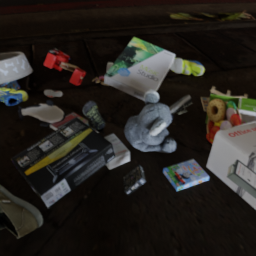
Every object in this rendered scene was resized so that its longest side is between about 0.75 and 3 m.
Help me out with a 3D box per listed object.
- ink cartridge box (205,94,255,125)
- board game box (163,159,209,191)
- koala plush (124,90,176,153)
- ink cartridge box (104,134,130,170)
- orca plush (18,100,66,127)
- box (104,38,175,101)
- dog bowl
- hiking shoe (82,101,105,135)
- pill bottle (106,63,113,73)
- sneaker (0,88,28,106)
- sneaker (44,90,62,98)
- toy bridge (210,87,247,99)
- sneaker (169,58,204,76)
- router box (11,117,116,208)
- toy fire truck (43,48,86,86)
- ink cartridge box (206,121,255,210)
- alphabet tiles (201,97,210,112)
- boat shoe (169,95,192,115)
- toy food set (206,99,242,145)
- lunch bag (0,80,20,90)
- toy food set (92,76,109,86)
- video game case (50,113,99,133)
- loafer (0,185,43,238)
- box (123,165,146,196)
[{"bbox_3d":[3.498,-0.270,9.151,1.827,1.350,0.692,10,45,16],"label":"ink cartridge box"},{"bbox_3d":[1.628,1.320,7.936,1.031,0.189,0.780,-13,39,-20],"label":"board game box"},{"bbox_3d":[0.716,-0.151,8.293,1.596,1.737,1.540,-3,67,-7],"label":"koala plush"},{"bbox_3d":[-0.511,0.715,8.572,0.737,0.419,1.012,-21,42,-23],"label":"ink cartridge box"},{"bbox_3d":[-3.055,-0.436,10.207,1.813,0.644,0.954,-9,78,10],"label":"orca plush"},{"bbox_3d":[0.547,-2.503,11.723,2.060,0.519,2.854,25,54,7],"label":"box"},{"bbox_3d":[-5.881,-2.666,12.457,2.989,0.877,2.989,-6,25,3],"label":"dog bowl"},{"bbox_3d":[-0.996,-0.323,8.920,0.697,1.385,0.524,36,70,24],"label":"hiking shoe"},{"bbox_3d":[-0.091,-2.523,12.656,1.683,0.946,0.946,5,36,5],"label":"pill bottle"},{"bbox_3d":[-4.784,-1.210,10.987,1.512,0.573,0.794,0,26,11],"label":"sneaker"},{"bbox_3d":[-3.161,-1.439,11.667,0.788,0.304,0.323,5,16,-41],"label":"sneaker"},{"bbox_3d":[4.146,-1.371,11.614,1.509,0.205,0.507,16,38,15],"label":"toy bridge"},{"bbox_3d":[2.858,-2.999,13.718,1.857,0.703,0.975,25,30,20],"label":"sneaker"},{"bbox_3d":[-1.807,0.851,7.887,2.304,0.602,1.812,-36,47,-24],"label":"router box"},{"bbox_3d":[-2.921,-2.921,13.180,1.904,0.658,2.701,25,17,-12],"label":"toy fire truck"},{"bbox_3d":[3.852,1.129,7.131,2.136,1.233,2.936,-11,36,-27],"label":"ink cartridge box"},{"bbox_3d":[3.653,-0.769,10.953,1.418,0.064,1.696,3,33,4],"label":"alphabet tiles"},{"bbox_3d":[1.945,-0.749,10.436,0.496,0.458,1.342,-19,13,48],"label":"boat shoe"},{"bbox_3d":[2.952,-0.103,8.791,0.376,1.544,1.529,7,12,-24],"label":"toy food set"},{"bbox_3d":[-5.505,-1.725,11.985,1.268,0.597,0.955,0,37,17],"label":"lunch bag"},{"bbox_3d":[-1.177,-2.208,12.937,0.936,0.147,0.595,16,38,21],"label":"toy food set"},{"bbox_3d":[-1.864,-0.008,9.858,1.536,0.134,1.098,28,44,33],"label":"video game case"},{"bbox_3d":[-3.024,1.916,6.588,2.086,0.784,0.726,16,34,21],"label":"loafer"},{"bbox_3d":[0.151,1.368,7.440,0.606,0.165,0.757,-41,17,9],"label":"box"}]
